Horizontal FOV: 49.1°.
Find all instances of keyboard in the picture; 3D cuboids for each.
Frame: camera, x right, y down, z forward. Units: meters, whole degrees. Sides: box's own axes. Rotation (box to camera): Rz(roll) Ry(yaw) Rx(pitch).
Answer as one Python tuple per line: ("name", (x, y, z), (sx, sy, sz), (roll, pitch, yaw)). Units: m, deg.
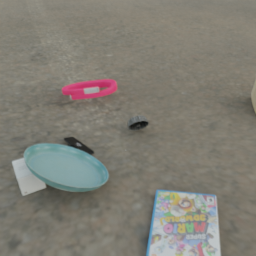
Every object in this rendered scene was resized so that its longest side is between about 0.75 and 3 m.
("keyboard", (-2.044, 0.781, 11.024), (1.425, 0.282, 0.742), (29, 22, 36))

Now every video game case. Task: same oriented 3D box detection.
("video game case", (1.572, 2.850, 7.877), (1.866, 0.232, 2.607), (3, 35, 12))

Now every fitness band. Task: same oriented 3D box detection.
("fitness band", (-1.941, -1.955, 14.118), (2.762, 0.517, 1.984), (-4, 21, 10))

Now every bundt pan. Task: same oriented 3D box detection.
("bundt pan", (0.389, -0.230, 11.739), (0.935, 0.935, 0.351), (-9, 66, -13))

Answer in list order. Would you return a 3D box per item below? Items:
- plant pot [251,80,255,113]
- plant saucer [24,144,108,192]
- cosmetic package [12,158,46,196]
("plant pot", (6.860, -1.516, 12.715), (2.196, 2.194, 1.944), (15, 50, 19))
("plant saucer", (-2.012, 1.305, 9.151), (2.786, 0.382, 2.786), (20, 14, -5))
("cosmetic package", (-3.307, 1.562, 9.340), (0.794, 0.799, 0.954), (-17, 39, -23))
